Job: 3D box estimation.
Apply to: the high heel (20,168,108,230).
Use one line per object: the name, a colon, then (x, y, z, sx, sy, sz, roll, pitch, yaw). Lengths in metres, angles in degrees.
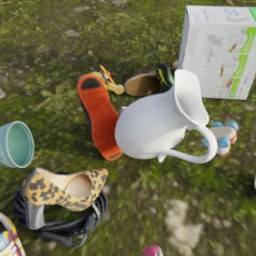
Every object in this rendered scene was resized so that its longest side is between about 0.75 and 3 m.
high heel: (-1.264, 1.179, 6.458, 0.869, 1.736, 2.435, 37, 45, 27)

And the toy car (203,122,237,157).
toy car: (2.284, 0.378, 6.736, 0.707, 0.799, 0.737, 0, 38, 40)

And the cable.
cable: (-1.777, 1.867, 7.200, 2.397, 0.609, 1.956, 15, 46, 15)

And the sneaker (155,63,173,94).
sneaker: (1.478, -1.613, 10.216, 0.602, 1.544, 0.658, -12, 8, 26)

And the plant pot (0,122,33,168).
plant pot: (-2.281, 0.349, 5.297, 0.582, 0.869, 0.869, -8, 44, 10)

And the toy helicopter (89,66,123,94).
toy helicopter: (-0.698, -1.432, 8.955, 1.326, 0.877, 0.523, 16, 35, -31)

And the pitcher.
pitcher: (0.851, 0.111, 6.838, 1.482, 2.445, 2.097, -3, 68, -42)

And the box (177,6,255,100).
box: (3.149, -2.557, 9.924, 2.595, 2.941, 1.422, 3, 45, 4)

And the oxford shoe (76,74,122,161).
oxford shoe: (-0.803, -0.318, 8.239, 0.954, 2.680, 0.972, -21, 21, -15)

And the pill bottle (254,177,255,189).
pill bottle: (4.361, 1.465, 7.313, 1.762, 1.003, 1.003, 16, 48, 15)

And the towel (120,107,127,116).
towel: (0.374, -0.016, 8.643, 1.345, 1.114, 0.576, 16, 19, 23)

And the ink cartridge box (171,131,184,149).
ink cartridge box: (1.480, 0.130, 8.789, 0.356, 0.611, 0.845, 30, 43, -6)

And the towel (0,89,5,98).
towel: (-5.152, -1.233, 10.619, 0.819, 0.093, 0.588, -28, 52, -25)

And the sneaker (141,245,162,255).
sneaker: (0.720, 2.862, 5.249, 0.611, 1.635, 0.659, -24, 17, -13)

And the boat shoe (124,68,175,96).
boat shoe: (0.733, -1.899, 10.864, 2.276, 0.821, 0.819, -25, 38, -23)

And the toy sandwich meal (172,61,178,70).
toy sandwich meal: (2.272, -2.550, 11.805, 0.849, 0.291, 0.849, -2, 43, 2)

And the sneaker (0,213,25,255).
sneaker: (-2.599, 2.818, 5.954, 0.867, 1.043, 2.315, -29, 52, -25)
